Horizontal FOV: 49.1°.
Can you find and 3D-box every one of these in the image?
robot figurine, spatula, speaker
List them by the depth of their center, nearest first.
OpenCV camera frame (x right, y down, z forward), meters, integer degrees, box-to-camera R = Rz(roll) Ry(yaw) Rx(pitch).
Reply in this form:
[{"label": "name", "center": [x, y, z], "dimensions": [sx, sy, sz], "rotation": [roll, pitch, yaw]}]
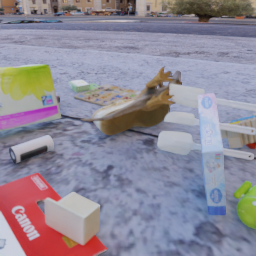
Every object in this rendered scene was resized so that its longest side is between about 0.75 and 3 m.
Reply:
[{"label": "robot figurine", "center": [2.279, 1.358, 4.864], "dimensions": [0.987, 0.571, 0.866], "rotation": [-21, 56, -41]}, {"label": "spatula", "center": [1.992, -0.042, 6.706], "dimensions": [2.361, 1.641, 0.190], "rotation": [10, 7, -1]}, {"label": "speaker", "center": [-2.350, 0.507, 6.882], "dimensions": [0.997, 0.405, 0.405], "rotation": [-21, 32, -38]}]

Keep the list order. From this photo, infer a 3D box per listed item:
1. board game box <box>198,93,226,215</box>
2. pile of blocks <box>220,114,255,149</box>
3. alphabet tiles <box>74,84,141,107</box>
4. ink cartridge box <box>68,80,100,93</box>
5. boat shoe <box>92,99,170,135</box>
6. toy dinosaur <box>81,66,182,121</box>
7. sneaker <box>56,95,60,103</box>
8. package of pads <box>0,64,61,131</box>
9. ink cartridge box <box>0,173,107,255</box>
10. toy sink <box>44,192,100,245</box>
[{"label": "board game box", "center": [1.464, 0.438, 4.913], "dimensions": [0.330, 1.513, 1.521], "rotation": [-5, 37, 15]}, {"label": "pile of blocks", "center": [3.473, 0.069, 7.319], "dimensions": [2.484, 0.772, 1.020], "rotation": [-13, 6, -1]}, {"label": "alphabet tiles", "center": [-0.543, -1.243, 10.955], "dimensions": [2.417, 0.091, 2.020], "rotation": [16, 30, 31]}, {"label": "ink cartridge box", "center": [-1.830, -1.850, 12.058], "dimensions": [1.222, 0.293, 0.889], "rotation": [-16, 29, -27]}, {"label": "boat shoe", "center": [0.107, -0.490, 8.352], "dimensions": [2.552, 0.941, 0.883], "rotation": [-12, 26, -34]}, {"label": "toy dinosaur", "center": [0.452, -0.668, 6.963], "dimensions": [2.962, 0.895, 1.573], "rotation": [-26, -5, -25]}, {"label": "sneaker", "center": [-2.868, -0.871, 9.946], "dimensions": [0.454, 0.413, 1.106], "rotation": [-5, 14, 20]}, {"label": "package of pads", "center": [-3.192, -0.884, 7.952], "dimensions": [2.227, 1.720, 0.759], "rotation": [-16, 10, -31]}, {"label": "ink cartridge box", "center": [-2.090, 1.520, 4.493], "dimensions": [2.412, 0.612, 2.738], "rotation": [-20, 32, -35]}, {"label": "toy sink", "center": [-0.903, 1.417, 4.587], "dimensions": [0.818, 0.533, 0.458], "rotation": [16, 23, 27]}]
